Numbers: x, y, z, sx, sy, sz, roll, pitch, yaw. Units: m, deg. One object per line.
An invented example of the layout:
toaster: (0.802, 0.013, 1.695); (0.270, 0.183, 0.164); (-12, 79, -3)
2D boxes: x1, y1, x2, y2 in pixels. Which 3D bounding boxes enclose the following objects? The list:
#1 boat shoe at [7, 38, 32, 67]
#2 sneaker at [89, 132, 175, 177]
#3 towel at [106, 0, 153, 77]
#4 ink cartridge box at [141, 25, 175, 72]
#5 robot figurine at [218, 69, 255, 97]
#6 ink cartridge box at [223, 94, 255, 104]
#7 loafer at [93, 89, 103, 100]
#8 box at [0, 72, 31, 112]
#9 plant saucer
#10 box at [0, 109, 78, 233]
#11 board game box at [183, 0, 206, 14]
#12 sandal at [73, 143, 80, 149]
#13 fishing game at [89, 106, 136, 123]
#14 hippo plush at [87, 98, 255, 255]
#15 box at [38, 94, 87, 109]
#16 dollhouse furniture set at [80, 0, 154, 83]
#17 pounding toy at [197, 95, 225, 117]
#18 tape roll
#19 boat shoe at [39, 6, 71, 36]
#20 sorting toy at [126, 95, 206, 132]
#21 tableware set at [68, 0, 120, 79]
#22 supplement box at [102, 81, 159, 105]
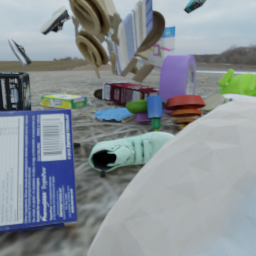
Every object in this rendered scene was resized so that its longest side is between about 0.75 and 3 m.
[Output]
boat shoe: (-3.883, -2.760, 10.064); (0.390, 1.141, 0.421); (-34, -5, -27)
sneaker: (0.123, 0.552, 5.669); (1.860, 0.684, 1.097); (-8, 8, 6)
towel: (0.107, -2.982, 8.840); (0.289, 2.425, 1.781); (27, -19, 16)
ink cartridge box: (1.316, -3.567, 12.569); (1.392, 1.926, 0.815); (20, 34, 40)
robot figurine: (5.081, -1.690, 12.727); (2.010, 1.325, 2.291); (29, -12, -14)
ink cartridge box: (4.497, -0.884, 11.268); (1.256, 0.725, 1.720); (-9, 17, -31)
loafer: (-1.182, -1.783, 15.071); (1.651, 0.603, 0.589); (6, 15, 20)
box: (-2.498, 0.108, 4.694); (1.665, 2.033, 0.876); (-3, 15, -12)
plant saucer: (0.583, -3.692, 10.710); (1.833, 1.833, 0.270); (-9, 55, -32)
box: (-2.109, 0.597, 3.770); (2.735, 1.656, 0.443); (-2, -22, -13)
board game box: (2.140, -3.793, 7.476); (0.206, 1.462, 0.989); (35, 3, -14)
sandal: (-1.480, 0.493, 7.039); (0.310, 0.197, 0.825); (7, 3, 27)
fishing game: (-0.532, -0.467, 10.554); (2.073, 0.322, 1.484); (16, 27, 42)
hippo plush: (1.253, 1.058, 0.268); (2.368, 2.346, 2.946); (1, 4, -19)
box: (-3.165, -1.292, 13.387); (2.104, 0.509, 1.235); (6, 15, 28)
dollhouse furniture set: (-0.234, -3.641, 11.237); (2.845, 1.890, 2.493); (10, 50, -36)
pounding toy: (3.380, -0.742, 11.183); (1.228, 0.570, 0.948); (-35, 26, 5)
tape roll: (2.055, -1.750, 11.391); (0.996, 2.345, 2.345); (7, 16, 23)
boat shoe: (-2.710, -3.957, 10.615); (0.726, 0.593, 1.966); (-18, 37, 26)
sorting toy: (1.124, -0.370, 9.107); (2.716, 1.115, 1.632); (-5, -6, 32)
tableware set: (-1.109, -2.520, 7.674); (0.566, 1.868, 2.826); (-45, -10, -17)
supplement box: (0.293, -1.595, 13.410); (2.879, 0.877, 1.567); (18, 22, 37)
